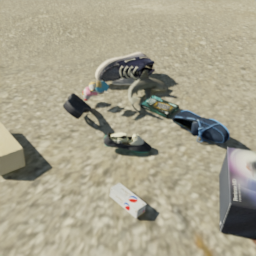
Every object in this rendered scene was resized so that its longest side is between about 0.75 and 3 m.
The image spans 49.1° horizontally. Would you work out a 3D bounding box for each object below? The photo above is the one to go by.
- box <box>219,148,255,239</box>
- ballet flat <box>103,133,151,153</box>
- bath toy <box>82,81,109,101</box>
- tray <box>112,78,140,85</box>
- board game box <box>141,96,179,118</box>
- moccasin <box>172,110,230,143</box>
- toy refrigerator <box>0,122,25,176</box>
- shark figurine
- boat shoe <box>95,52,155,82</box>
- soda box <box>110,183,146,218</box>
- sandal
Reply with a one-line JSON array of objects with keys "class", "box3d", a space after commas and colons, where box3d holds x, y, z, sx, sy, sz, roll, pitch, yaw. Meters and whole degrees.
[{"class": "box", "box3d": [3.861, 1.897, 7.997, 2.246, 1.396, 2.265, 7, 38, 11]}, {"class": "ballet flat", "box3d": [0.010, 0.490, 10.164, 1.804, 0.659, 0.659, 9, 38, -5]}, {"class": "bath toy", "box3d": [-1.532, -1.578, 12.092, 1.668, 0.725, 0.616, -14, 47, 56]}, {"class": "tray", "box3d": [-0.040, -2.436, 14.510, 1.580, 0.175, 0.848, 0, 40, 0]}, {"class": "board game box", "box3d": [1.421, -0.966, 12.570, 1.431, 0.201, 0.968, 26, 45, 32]}, {"class": "moccasin", "box3d": [2.720, 0.072, 10.844, 0.826, 0.975, 2.422, -23, 30, -29]}, {"class": "toy refrigerator", "box3d": [-4.737, 0.601, 10.092, 0.960, 0.885, 2.529, -23, 44, -36]}, {"class": "shark figurine", "box3d": [0.605, -1.986, 12.902, 1.720, 1.201, 2.878, 35, 43, 17]}, {"class": "boat shoe", "box3d": [-0.060, -2.890, 13.944, 2.994, 1.118, 1.388, -28, 44, -20]}, {"class": "soda box", "box3d": [-0.023, 2.170, 8.415, 1.159, 0.369, 0.395, 31, 36, 34]}, {"class": "sandal", "box3d": [-2.164, -0.829, 11.297, 1.039, 0.585, 2.733, 42, 9, -4]}]
